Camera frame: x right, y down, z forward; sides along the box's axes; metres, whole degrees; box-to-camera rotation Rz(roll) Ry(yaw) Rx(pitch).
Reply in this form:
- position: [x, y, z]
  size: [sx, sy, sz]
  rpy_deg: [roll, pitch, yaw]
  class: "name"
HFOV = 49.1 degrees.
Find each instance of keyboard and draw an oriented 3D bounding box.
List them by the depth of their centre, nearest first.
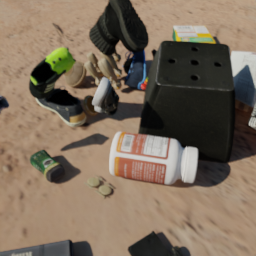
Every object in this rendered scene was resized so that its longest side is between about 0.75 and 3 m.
- position: [0.848, 3.092, 6.132]
  size: [1.050, 0.224, 1.748]
  rpy_deg: [-25, 46, -19]
  class: "keyboard"

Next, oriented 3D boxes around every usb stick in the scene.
- position: [-2.408, 2.964, 6.122]
  size: [2.475, 0.403, 0.686]
  rpy_deg: [-7, 40, -8]
  class: "usb stick"

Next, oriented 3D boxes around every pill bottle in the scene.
- position: [0.722, 0.893, 7.955]
  size: [2.325, 1.304, 1.304]
  rpy_deg: [9, 40, 9]
  class: "pill bottle"

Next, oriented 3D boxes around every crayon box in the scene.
- position: [3.495, -4.618, 15.065]
  size: [1.851, 0.759, 2.944]
  rpy_deg: [0, 39, 0]
  class: "crayon box"

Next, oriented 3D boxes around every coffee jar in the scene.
- position: [-2.383, 1.137, 8.285]
  size: [0.582, 0.476, 1.115]
  rpy_deg: [-31, 48, -34]
  class: "coffee jar"

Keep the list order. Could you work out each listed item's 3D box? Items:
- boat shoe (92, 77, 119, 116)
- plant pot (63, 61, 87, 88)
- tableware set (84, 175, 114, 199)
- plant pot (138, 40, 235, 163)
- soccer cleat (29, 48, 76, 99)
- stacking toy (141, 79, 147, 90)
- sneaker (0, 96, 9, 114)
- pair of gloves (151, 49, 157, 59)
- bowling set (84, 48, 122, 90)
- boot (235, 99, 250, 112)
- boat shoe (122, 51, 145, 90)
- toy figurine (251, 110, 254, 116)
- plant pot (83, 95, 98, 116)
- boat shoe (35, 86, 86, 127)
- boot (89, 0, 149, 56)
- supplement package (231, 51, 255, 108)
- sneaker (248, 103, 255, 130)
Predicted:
- position: [-0.548, -0.794, 7.751]
  size: [0.640, 2.261, 0.776]
  rpy_deg: [22, 83, -2]
  class: "boat shoe"
- position: [-2.375, -2.358, 11.950]
  size: [1.171, 1.171, 0.541]
  rpy_deg: [37, 9, 36]
  class: "plant pot"
- position: [-0.832, 1.676, 7.899]
  size: [0.764, 0.153, 0.505]
  rpy_deg: [30, 36, 23]
  class: "tableware set"
- position: [1.864, -0.977, 8.741]
  size: [2.990, 2.659, 2.997]
  rpy_deg: [6, 53, 7]
  class: "plant pot"
- position: [-2.763, -1.630, 9.044]
  size: [0.971, 2.875, 1.165]
  rpy_deg: [54, 48, -7]
  class: "soccer cleat"
- position: [0.871, -1.936, 11.438]
  size: [0.905, 0.386, 0.386]
  rpy_deg: [-47, 47, 8]
  class: "stacking toy"
- position: [-3.550, -0.412, 7.593]
  size: [0.574, 1.059, 0.371]
  rpy_deg: [14, 17, 23]
  class: "sneaker"
- position: [1.583, -2.298, 11.370]
  size: [0.235, 1.691, 1.898]
  rpy_deg: [-35, 61, -4]
  class: "pair of gloves"
- position: [-1.261, -2.580, 12.399]
  size: [1.890, 1.458, 2.716]
  rpy_deg: [-20, 36, 22]
  class: "bowling set"
- position: [4.006, -1.042, 10.831]
  size: [1.931, 0.678, 1.412]
  rpy_deg: [-35, 56, -30]
  class: "boot"
- position: [0.243, -2.855, 12.559]
  size: [1.003, 1.230, 2.923]
  rpy_deg: [5, 37, -3]
  class: "boat shoe"
- position: [5.488, -0.575, 8.638]
  size: [2.660, 2.619, 1.851]
  rpy_deg: [-7, 53, -4]
  class: "toy figurine"
- position: [-1.355, -0.858, 10.485]
  size: [0.109, 0.793, 0.793]
  rpy_deg: [-16, 28, 36]
  class: "plant pot"
- position: [-2.650, -1.087, 10.662]
  size: [1.100, 0.918, 2.948]
  rpy_deg: [-31, 47, -29]
  class: "boat shoe"
- position: [-0.433, -3.468, 10.775]
  size: [1.098, 2.181, 2.918]
  rpy_deg: [3, 56, -36]
  class: "boot"
- position: [4.785, -1.651, 9.534]
  size: [2.075, 1.596, 2.170]
  rpy_deg: [3, 19, -7]
  class: "supplement package"
- position: [3.477, -0.351, 7.180]
  size: [0.984, 0.568, 0.369]
  rpy_deg: [-58, 31, -5]
  class: "sneaker"
